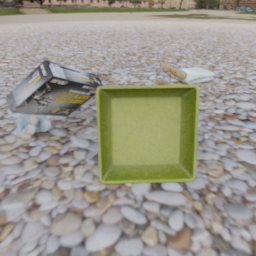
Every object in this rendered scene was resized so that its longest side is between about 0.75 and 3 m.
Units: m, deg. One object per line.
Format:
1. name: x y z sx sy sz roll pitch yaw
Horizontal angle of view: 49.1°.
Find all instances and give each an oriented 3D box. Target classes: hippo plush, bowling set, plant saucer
1. hippo plush: -3.705 -0.098 10.970 1.400 1.115 1.126 29 12 37
2. bowling set: 1.433 -1.446 12.156 1.360 2.534 1.764 30 55 20
3. plant saucer: 0.553 0.163 8.270 2.876 2.872 0.689 -1 13 -2

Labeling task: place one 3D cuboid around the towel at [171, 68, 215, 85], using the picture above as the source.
1. towel: 4.004 -3.308 17.475 2.204 0.531 1.887 -15 30 -26

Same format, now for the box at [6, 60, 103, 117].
1. box: -2.663 -1.336 10.582 2.303 0.703 2.908 -34 -17 25
